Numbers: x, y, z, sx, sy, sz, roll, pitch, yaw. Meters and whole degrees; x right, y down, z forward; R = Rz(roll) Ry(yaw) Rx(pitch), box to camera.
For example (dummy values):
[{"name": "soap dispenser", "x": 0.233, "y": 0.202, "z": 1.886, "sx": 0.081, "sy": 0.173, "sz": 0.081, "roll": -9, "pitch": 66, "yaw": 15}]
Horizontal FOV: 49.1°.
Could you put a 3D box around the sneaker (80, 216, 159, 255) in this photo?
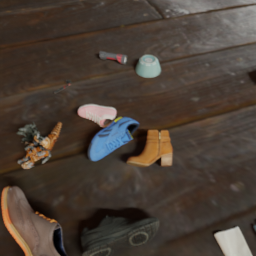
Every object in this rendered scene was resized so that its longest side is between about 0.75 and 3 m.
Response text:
[{"name": "sneaker", "x": -0.186, "y": 2.146, "z": 5.903, "sx": 1.738, "sy": 0.660, "sz": 0.789, "roll": -12, "pitch": 36, "yaw": -17}]

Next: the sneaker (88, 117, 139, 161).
[{"name": "sneaker", "x": -0.355, "y": 0.286, "z": 7.439, "sx": 0.669, "sy": 0.562, "sz": 1.706, "roll": 13, "pitch": 44, "yaw": 38}]

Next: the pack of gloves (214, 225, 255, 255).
[{"name": "pack of gloves", "x": 2.807, "y": 2.685, "z": 5.592, "sx": 1.443, "sy": 0.339, "sz": 1.717, "roll": -14, "pitch": 50, "yaw": -11}]

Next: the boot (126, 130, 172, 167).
[{"name": "boot", "x": 0.542, "y": 0.513, "z": 7.185, "sx": 1.222, "sy": 0.469, "sz": 0.949, "roll": -1, "pitch": 77, "yaw": -6}]

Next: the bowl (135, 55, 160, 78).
[{"name": "bowl", "x": 0.712, "y": -2.233, "z": 9.876, "sx": 0.909, "sy": 0.476, "sz": 0.909, "roll": 0, "pitch": 47, "yaw": 0}]

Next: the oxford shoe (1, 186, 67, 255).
[{"name": "oxford shoe", "x": -1.827, "y": 2.060, "z": 5.714, "sx": 0.857, "sy": 0.838, "sz": 2.350, "roll": -35, "pitch": 66, "yaw": -6}]

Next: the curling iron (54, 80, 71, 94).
[{"name": "curling iron", "x": -2.185, "y": -1.362, "z": 9.333, "sx": 0.189, "sy": 0.097, "sz": 0.761, "roll": 49, "pitch": 61, "yaw": -11}]

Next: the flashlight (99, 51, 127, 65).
[{"name": "flashlight", "x": -0.544, "y": -2.571, "z": 10.290, "sx": 1.013, "sy": 0.343, "sz": 0.344, "roll": 12, "pitch": 10, "yaw": 17}]

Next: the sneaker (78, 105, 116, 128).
[{"name": "sneaker", "x": -0.931, "y": -0.337, "z": 8.207, "sx": 1.141, "sy": 0.430, "sz": 0.597, "roll": 3, "pitch": 43, "yaw": -2}]

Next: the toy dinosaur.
[{"name": "toy dinosaur", "x": -2.371, "y": 0.416, "z": 7.501, "sx": 1.000, "sy": 0.752, "sz": 1.473, "roll": 36, "pitch": 43, "yaw": 10}]
